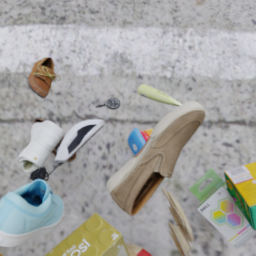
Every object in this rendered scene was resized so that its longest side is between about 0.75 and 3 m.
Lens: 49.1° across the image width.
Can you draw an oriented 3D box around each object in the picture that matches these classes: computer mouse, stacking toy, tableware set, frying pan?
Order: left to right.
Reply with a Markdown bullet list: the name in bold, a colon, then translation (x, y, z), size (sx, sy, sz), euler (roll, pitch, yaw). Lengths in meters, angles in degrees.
- **computer mouse**: translation (-1.390, 0.447, 6.318), size (2.063, 1.131, 0.452), euler (-44, 90, -5)
- **frying pan**: translation (-0.766, -0.990, 10.877), size (0.948, 0.154, 0.573), euler (9, 62, 1)
- **stacking toy**: translation (1.017, 0.391, 9.797), size (1.879, 1.091, 1.031), euler (-19, 67, -25)
- **tableware set**: translation (1.310, 2.632, 5.603), size (0.321, 2.766, 2.311), euler (-25, 46, -4)

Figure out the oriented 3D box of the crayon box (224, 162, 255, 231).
- **crayon box**: translation (3.400, 1.178, 5.926), size (2.260, 0.658, 1.342), euler (-18, 21, 4)

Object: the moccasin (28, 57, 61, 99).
- **moccasin**: translation (-2.006, -1.252, 6.766), size (0.601, 0.569, 1.557), euler (-34, 31, 16)

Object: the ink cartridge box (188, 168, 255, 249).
- **ink cartridge box**: translation (2.468, 2.047, 7.237), size (1.835, 0.544, 0.953), euler (45, 114, 16)

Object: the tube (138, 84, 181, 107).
- **tube**: translation (0.897, -0.852, 7.771), size (1.370, 0.356, 0.398), euler (28, 53, 34)

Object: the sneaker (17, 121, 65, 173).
- **sneaker**: translation (-2.538, 0.574, 7.623), size (0.832, 2.259, 1.305), euler (37, 69, -15)

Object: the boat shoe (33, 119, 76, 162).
- **boat shoe**: translation (-2.618, 0.412, 9.818), size (1.960, 0.689, 0.690), euler (36, 66, 16)

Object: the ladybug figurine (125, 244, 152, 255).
- **ladybug figurine**: translation (0.393, 3.515, 6.371), size (2.048, 0.737, 1.390), euler (48, 28, 13)

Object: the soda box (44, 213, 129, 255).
- **soda box**: translation (-1.190, 2.730, 4.871), size (2.557, 0.819, 0.866), euler (-35, 38, -29)

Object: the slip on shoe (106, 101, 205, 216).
- **slip on shoe**: translation (0.705, 0.711, 6.058), size (2.861, 1.088, 0.867), euler (-45, 52, 10)

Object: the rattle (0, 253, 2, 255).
- **rattle**: translation (-3.293, 2.943, 6.031), size (0.677, 1.040, 0.743), euler (-22, 102, 0)

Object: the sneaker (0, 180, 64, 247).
- **sneaker**: translation (-1.741, 1.529, 5.622), size (0.904, 2.446, 1.002), euler (32, 91, 7)
